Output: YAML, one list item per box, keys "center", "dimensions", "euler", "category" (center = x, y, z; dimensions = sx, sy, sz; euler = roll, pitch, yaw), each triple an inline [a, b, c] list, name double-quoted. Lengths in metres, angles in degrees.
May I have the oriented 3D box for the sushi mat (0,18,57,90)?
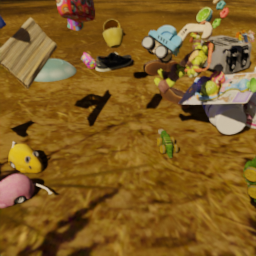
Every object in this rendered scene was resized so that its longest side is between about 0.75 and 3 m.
- center: [-2.676, -2.091, 7.601]
  dimensions: [0.139, 1.101, 2.300]
  euler: [-27, 33, 31]
  category: "sushi mat"

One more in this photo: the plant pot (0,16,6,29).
- center: [-3.658, -2.658, 6.907]
  dimensions: [0.811, 0.811, 0.729]
  euler: [11, 50, 48]
  category: "plant pot"

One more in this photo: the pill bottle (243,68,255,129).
- center: [4.546, -1.025, 9.453]
  dimensions: [1.108, 1.955, 1.108]
  euler: [0, 31, 0]
  category: "pill bottle"

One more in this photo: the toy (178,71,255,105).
- center: [2.615, -1.300, 8.302]
  dimensions: [2.281, 0.538, 1.313]
  euler: [8, 51, 47]
  category: "toy"

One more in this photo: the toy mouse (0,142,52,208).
- center: [-3.346, 1.239, 7.077]
  dimensions: [2.938, 0.569, 2.611]
  euler: [24, 39, 34]
  category: "toy mouse"

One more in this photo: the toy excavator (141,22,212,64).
- center: [1.167, -2.171, 6.753]
  dimensions: [1.270, 1.306, 0.652]
  euler: [40, 13, 17]
  category: "toy excavator"

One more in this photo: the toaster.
- center: [4.859, -3.813, 14.555]
  dimensions: [2.149, 1.411, 2.377]
  euler: [-20, 36, -31]
  category: "toaster"

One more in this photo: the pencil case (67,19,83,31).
- center: [-2.182, -4.701, 11.164]
  dimensions: [0.727, 1.646, 0.727]
  euler: [0, 54, -1]
  category: "pencil case"

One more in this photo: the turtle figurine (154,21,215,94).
- center: [1.675, -1.840, 7.707]
  dimensions: [0.774, 1.937, 2.402]
  euler: [35, 43, -25]
  category: "turtle figurine"

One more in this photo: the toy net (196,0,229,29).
- center: [3.285, -4.494, 9.874]
  dimensions: [0.376, 1.948, 1.022]
  euler: [25, 13, -33]
  category: "toy net"

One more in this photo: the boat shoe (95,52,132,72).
- center: [-0.690, -3.612, 14.852]
  dimensions: [2.338, 0.790, 0.840]
  euler: [-23, 37, -35]
  category: "boat shoe"

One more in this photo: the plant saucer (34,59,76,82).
- center: [-3.974, -3.042, 14.179]
  dimensions: [2.633, 0.507, 2.633]
  euler: [0, 32, 0]
  category: "plant saucer"

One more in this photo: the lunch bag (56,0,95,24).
- center: [-1.206, -2.968, 6.352]
  dimensions: [0.463, 0.995, 1.129]
  euler: [-3, 10, 23]
  category: "lunch bag"

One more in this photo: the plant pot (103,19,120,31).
- center: [-1.141, -7.328, 20.710]
  dimensions: [1.219, 1.219, 0.865]
  euler: [4, 13, 6]
  category: "plant pot"

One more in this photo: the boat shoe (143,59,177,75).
- center: [1.535, -3.104, 14.120]
  dimensions: [2.000, 0.704, 0.703]
  euler: [-11, 33, -31]
  category: "boat shoe"

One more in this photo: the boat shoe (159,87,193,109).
- center: [1.971, -1.267, 11.223]
  dimensions: [0.567, 0.567, 1.612]
  euler: [-28, 49, -30]
  category: "boat shoe"

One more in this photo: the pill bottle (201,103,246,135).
- center: [3.263, -0.698, 9.691]
  dimensions: [1.167, 1.167, 2.017]
  euler: [0, 32, 0]
  category: "pill bottle"

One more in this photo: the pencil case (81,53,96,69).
- center: [-2.141, -3.610, 15.067]
  dimensions: [0.562, 0.562, 1.273]
  euler: [-12, 34, -19]
  category: "pencil case"

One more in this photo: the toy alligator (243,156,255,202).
- center: [2.139, 0.970, 4.672]
  dimensions: [0.333, 1.385, 0.459]
  euler: [8, 36, 45]
  category: "toy alligator"

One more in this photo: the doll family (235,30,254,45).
- center: [4.495, -3.544, 10.932]
  dimensions: [0.374, 0.515, 0.830]
  euler: [-34, 23, -18]
  category: "doll family"

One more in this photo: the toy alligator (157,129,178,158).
- center: [1.163, 0.356, 8.719]
  dimensions: [0.510, 0.370, 1.540]
  euler: [-4, 32, -7]
  category: "toy alligator"

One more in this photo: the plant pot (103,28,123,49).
- center: [-0.554, -3.559, 11.263]
  dimensions: [0.837, 0.594, 0.837]
  euler: [-11, -3, -1]
  category: "plant pot"
